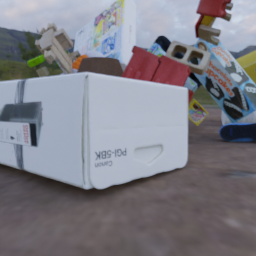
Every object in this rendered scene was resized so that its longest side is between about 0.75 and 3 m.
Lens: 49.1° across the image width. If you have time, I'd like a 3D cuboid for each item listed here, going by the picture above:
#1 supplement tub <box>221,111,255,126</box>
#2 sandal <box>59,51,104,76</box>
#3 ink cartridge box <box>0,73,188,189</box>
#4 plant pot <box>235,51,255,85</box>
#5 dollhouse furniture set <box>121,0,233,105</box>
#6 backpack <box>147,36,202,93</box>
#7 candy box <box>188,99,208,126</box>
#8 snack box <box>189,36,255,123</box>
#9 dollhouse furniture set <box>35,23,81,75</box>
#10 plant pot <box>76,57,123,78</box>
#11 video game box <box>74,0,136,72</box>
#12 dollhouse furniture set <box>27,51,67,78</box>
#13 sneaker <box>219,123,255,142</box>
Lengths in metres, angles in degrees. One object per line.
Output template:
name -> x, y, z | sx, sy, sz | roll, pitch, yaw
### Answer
supplement tub -> 4.057, -0.492, 9.788 | 1.387, 0.915, 0.915 | 1, 6, 7
sandal -> -1.389, -1.434, 7.816 | 1.839, 0.705, 0.527 | -34, -29, 6
ink cartridge box -> -0.760, -0.068, 4.095 | 2.716, 1.125, 1.993 | 4, 4, 40
plant pot -> 5.521, -1.872, 11.235 | 2.747, 2.766, 2.829 | -23, 0, 31
dollhouse furniture set -> 1.038, -1.632, 5.727 | 1.166, 2.866, 1.542 | 26, -4, 18
backpack -> 0.804, -1.170, 8.540 | 2.587, 2.110, 1.989 | -42, 12, 13
candy box -> 2.152, -0.476, 8.967 | 1.097, 0.561, 0.145 | 30, 17, -48
snack box -> 2.423, -1.240, 7.201 | 0.411, 2.215, 1.287 | -33, -10, -13
dollhouse furniture set -> -1.991, -1.768, 7.639 | 0.917, 1.877, 1.601 | -21, -42, 13
plant pot -> -0.634, -0.629, 6.392 | 1.708, 1.828, 1.708 | 1, 4, 0
video game box -> -0.812, -2.433, 8.686 | 0.621, 2.653, 2.417 | 24, -34, -39
dollhouse furniture set -> -2.549, -1.808, 10.125 | 1.237, 1.889, 0.948 | -20, 22, 11
sneaker -> 2.741, 0.100, 6.256 | 1.360, 0.448, 0.533 | 2, 3, 21
